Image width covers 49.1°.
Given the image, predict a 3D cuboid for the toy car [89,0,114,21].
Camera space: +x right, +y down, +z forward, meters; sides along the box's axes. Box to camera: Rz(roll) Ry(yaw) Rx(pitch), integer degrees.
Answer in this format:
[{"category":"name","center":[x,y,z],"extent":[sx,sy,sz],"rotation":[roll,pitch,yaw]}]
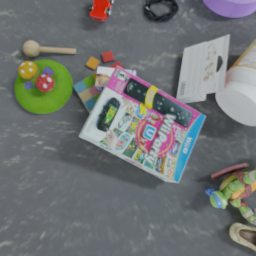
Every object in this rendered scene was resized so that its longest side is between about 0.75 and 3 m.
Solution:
[{"category":"toy car","center":[-0.430,-5.139,10.003],"extent":[2.622,0.621,2.786],"rotation":[-19,76,-5]}]

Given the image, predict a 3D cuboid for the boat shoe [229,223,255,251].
[{"category":"boat shoe","center":[3.791,3.171,7.691],"extent":[1.916,0.622,0.691],"rotation":[21,76,6]}]

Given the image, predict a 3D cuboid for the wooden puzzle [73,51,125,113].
[{"category":"wooden puzzle","center":[-0.610,-1.102,9.087],"extent":[1.765,0.209,2.976],"rotation":[-31,77,-8]}]

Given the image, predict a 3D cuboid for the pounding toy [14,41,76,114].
[{"category":"pounding toy","center":[-2.729,-1.741,8.788],"extent":[1.879,1.130,2.434],"rotation":[5,75,1]}]

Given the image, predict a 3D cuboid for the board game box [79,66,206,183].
[{"category":"board game box","center":[0.429,-0.052,8.025],"extent":[2.965,0.953,2.187],"rotation":[28,76,-11]}]

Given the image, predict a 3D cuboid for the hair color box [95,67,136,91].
[{"category":"hair color box","center":[-0.388,-1.500,8.873],"extent":[1.233,0.400,0.674],"rotation":[6,78,3]}]

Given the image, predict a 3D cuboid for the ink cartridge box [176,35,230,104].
[{"category":"ink cartridge box","center":[2.362,-1.769,8.638],"extent":[0.411,1.638,1.887],"rotation":[25,70,-40]}]

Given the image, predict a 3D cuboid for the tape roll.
[{"category":"tape roll","center":[3.781,-5.138,9.918],"extent":[2.353,0.772,2.353],"rotation":[0,74,0]}]

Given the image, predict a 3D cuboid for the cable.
[{"category":"cable","center":[1.193,-4.217,9.904],"extent":[1.212,0.308,0.989],"rotation":[5,75,1]}]

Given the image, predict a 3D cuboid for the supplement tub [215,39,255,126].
[{"category":"supplement tub","center":[4.009,-1.484,8.335],"extent":[1.843,1.843,2.553],"rotation":[40,78,10]}]

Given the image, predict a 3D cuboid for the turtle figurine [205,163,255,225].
[{"category":"turtle figurine","center":[3.637,1.768,7.447],"extent":[2.447,2.524,1.816],"rotation":[-32,103,-15]}]
